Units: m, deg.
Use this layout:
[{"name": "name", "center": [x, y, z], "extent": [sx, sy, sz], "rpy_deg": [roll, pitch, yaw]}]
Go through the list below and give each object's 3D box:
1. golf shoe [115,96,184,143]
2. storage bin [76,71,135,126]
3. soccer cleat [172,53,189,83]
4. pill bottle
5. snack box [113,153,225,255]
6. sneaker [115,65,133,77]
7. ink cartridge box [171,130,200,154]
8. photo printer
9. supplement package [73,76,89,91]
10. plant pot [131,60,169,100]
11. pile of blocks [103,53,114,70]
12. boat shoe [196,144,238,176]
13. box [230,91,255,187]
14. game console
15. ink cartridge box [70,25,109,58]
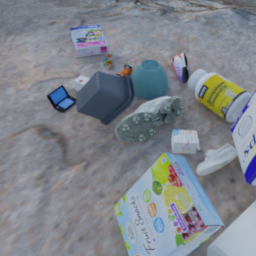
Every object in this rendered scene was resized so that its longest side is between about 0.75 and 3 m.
[{"name": "golf shoe", "center": [0.645, -0.359, 10.458], "extent": [2.866, 1.122, 1.394], "rpy_deg": [-24, 25, -21]}, {"name": "storage bin", "center": [-0.917, -1.185, 9.944], "extent": [1.337, 1.991, 1.449], "rpy_deg": [15, 55, -35]}, {"name": "soccer cleat", "center": [2.386, -2.690, 12.892], "extent": [0.681, 0.634, 1.860], "rpy_deg": [-15, 48, 24]}, {"name": "pill bottle", "center": [3.482, -1.345, 10.979], "extent": [1.298, 1.298, 2.318], "rpy_deg": [-28, 52, -25]}, {"name": "snack box", "center": [0.808, 2.146, 6.855], "extent": [0.806, 2.383, 2.010], "rpy_deg": [16, 34, -36]}, {"name": "sneaker", "center": [-0.191, -2.395, 12.029], "extent": [0.484, 0.700, 1.249], "rpy_deg": [20, 9, 16]}, {"name": "ink cartridge box", "center": [2.004, 0.483, 9.689], "extent": [0.941, 0.589, 0.605], "rpy_deg": [1, 47, 1]}, {"name": "photo printer", "center": [3.716, 2.944, 6.835], "extent": [2.783, 0.967, 2.316], "rpy_deg": [-28, 43, -27]}, {"name": "supplement package", "center": [-1.848, -1.810, 11.913], "extent": [0.839, 0.503, 0.509], "rpy_deg": [23, 50, 34]}, {"name": "plant pot", "center": [0.901, -2.177, 11.895], "extent": [1.742, 1.173, 1.742], "rpy_deg": [0, 46, 0]}, {"name": "pile of blocks", "center": [-0.988, -3.305, 13.552], "extent": [0.493, 0.373, 1.200], "rpy_deg": [-7, 46, -7]}, {"name": "boat shoe", "center": [2.823, 0.975, 9.118], "extent": [1.776, 0.639, 0.608], "rpy_deg": [-24, 59, -21]}, {"name": "box", "center": [4.454, -0.018, 7.930], "extent": [1.541, 2.701, 2.937], "rpy_deg": [20, 32, -3]}, {"name": "game console", "center": [-2.654, -1.183, 11.357], "extent": [0.821, 0.543, 0.933], "rpy_deg": [26, 52, 24]}, {"name": "ink cartridge box", "center": [-2.125, -4.763, 14.879], "extent": [1.655, 0.582, 2.774], "rpy_deg": [-11, 45, -11]}]
